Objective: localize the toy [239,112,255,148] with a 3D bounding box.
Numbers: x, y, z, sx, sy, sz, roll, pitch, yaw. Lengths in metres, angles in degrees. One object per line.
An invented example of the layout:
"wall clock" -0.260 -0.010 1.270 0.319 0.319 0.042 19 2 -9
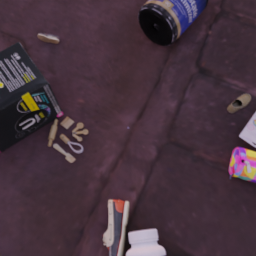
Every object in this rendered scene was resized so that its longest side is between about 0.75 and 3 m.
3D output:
"toy" 4.377 0.041 9.012 1.029 0.422 1.787 36 67 17

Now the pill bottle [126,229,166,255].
"pill bottle" 0.504 3.650 7.193 1.056 1.056 1.901 -6 68 -3

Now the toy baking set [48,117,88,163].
"toy baking set" -1.941 0.313 8.898 1.194 0.181 1.555 11 59 2

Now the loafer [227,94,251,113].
"loafer" 3.778 -0.842 9.413 0.982 0.331 0.373 -37 72 -14

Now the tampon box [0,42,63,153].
"tampon box" -3.746 -0.722 8.416 2.760 2.068 1.742 -34 72 -13

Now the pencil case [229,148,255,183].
"pencil case" 4.130 1.267 8.224 2.296 1.015 1.015 14 68 5

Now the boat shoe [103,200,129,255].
"boat shoe" -0.386 2.938 7.698 0.600 0.682 1.916 5 66 6

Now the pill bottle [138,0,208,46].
"pill bottle" 1.856 -4.534 10.196 1.664 1.664 2.975 37 73 14

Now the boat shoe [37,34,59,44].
"boat shoe" -2.963 -3.383 10.486 0.822 0.296 0.266 14 61 4
